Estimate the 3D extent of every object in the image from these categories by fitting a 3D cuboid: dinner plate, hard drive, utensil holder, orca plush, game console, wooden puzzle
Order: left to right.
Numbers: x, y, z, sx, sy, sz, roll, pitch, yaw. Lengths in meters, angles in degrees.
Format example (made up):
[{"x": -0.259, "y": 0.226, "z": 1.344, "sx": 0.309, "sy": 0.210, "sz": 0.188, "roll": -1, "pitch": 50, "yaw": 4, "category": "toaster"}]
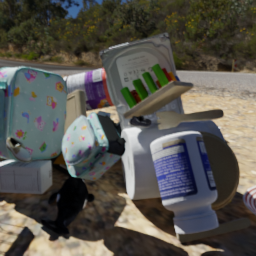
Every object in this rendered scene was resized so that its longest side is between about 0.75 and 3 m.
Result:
[{"x": -1.907, "y": -0.133, "z": 8.523, "sx": 1.857, "sy": 2.753, "sz": 0.322, "roll": -12, "pitch": -17, "yaw": 32, "category": "wooden puzzle"}, {"x": -1.467, "y": 1.548, "z": 6.645, "sx": 1.110, "sy": 0.750, "sz": 2.110, "roll": 4, "pitch": 17, "yaw": 14, "category": "orca plush"}, {"x": -1.413, "y": 0.693, "z": 8.809, "sx": 1.860, "sy": 1.636, "sz": 1.083, "roll": 15, "pitch": -1, "yaw": 45, "category": "game console"}, {"x": 0.466, "y": -1.031, "z": 7.737, "sx": 1.870, "sy": 2.676, "sz": 0.506, "roll": -13, "pitch": 21, "yaw": 6, "category": "hard drive"}, {"x": 1.058, "y": 0.805, "z": 7.222, "sx": 2.261, "sy": 1.922, "sz": 1.922, "roll": -5, "pitch": 17, "yaw": -9, "category": "utensil holder"}, {"x": 3.741, "y": 1.827, "z": 6.430, "sx": 2.056, "sy": 0.249, "sz": 2.056, "roll": -5, "pitch": 14, "yaw": 1, "category": "dinner plate"}]

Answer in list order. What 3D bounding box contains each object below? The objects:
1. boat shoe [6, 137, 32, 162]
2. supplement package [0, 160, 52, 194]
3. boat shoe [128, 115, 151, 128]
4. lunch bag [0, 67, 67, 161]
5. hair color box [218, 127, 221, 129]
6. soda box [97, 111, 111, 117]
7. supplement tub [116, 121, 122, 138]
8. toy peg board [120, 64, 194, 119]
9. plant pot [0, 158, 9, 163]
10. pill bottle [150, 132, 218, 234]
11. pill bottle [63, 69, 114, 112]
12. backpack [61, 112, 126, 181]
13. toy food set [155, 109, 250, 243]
[{"x": -2.497, "y": 0.493, "z": 6.377, "sx": 0.777, "sy": 0.266, "sz": 0.290, "roll": 32, "pitch": 39, "yaw": 19, "category": "boat shoe"}, {"x": -2.796, "y": 1.282, "z": 7.493, "sx": 1.299, "sy": 0.739, "sz": 0.711, "roll": 1, "pitch": 9, "yaw": 6, "category": "supplement package"}, {"x": 0.332, "y": -0.172, "z": 6.708, "sx": 0.290, "sy": 0.250, "sz": 0.798, "roll": 36, "pitch": 26, "yaw": 32, "category": "boat shoe"}, {"x": -2.697, "y": -0.404, "z": 7.606, "sx": 0.975, "sy": 2.529, "sz": 2.028, "roll": 5, "pitch": 2, "yaw": 33, "category": "lunch bag"}, {"x": 2.875, "y": 0.162, "z": 11.841, "sx": 1.732, "sy": 0.554, "sz": 0.960, "roll": -1, "pitch": 16, "yaw": -9, "category": "hair color box"}, {"x": -0.826, "y": -0.067, "z": 8.529, "sx": 0.439, "sy": 0.410, "sz": 1.288, "roll": 11, "pitch": 28, "yaw": -1, "category": "soda box"}, {"x": 0.346, "y": -0.073, "z": 9.099, "sx": 1.207, "sy": 1.970, "sz": 1.207, "roll": 40, "pitch": 9, "yaw": -8, "category": "supplement tub"}, {"x": 0.637, "y": -0.906, "z": 6.743, "sx": 1.429, "sy": 0.699, "sz": 1.423, "roll": -32, "pitch": -9, "yaw": 29, "category": "toy peg board"}, {"x": -4.194, "y": 0.737, "z": 8.063, "sx": 1.721, "sy": 1.738, "sz": 1.738, "roll": -4, "pitch": 15, "yaw": -40, "category": "plant pot"}, {"x": 1.069, "y": 1.013, "z": 5.204, "sx": 1.017, "sy": 1.700, "sz": 1.017, "roll": -10, "pitch": -16, "yaw": -3, "category": "pill bottle"}, {"x": -1.529, "y": -1.193, "z": 9.596, "sx": 2.359, "sy": 1.314, "sz": 1.314, "roll": -11, "pitch": 14, "yaw": 10, "category": "pill bottle"}, {"x": -0.823, "y": 0.446, "z": 5.885, "sx": 0.994, "sy": 1.297, "sz": 1.140, "roll": 10, "pitch": 39, "yaw": -42, "category": "backpack"}, {"x": 1.537, "y": 0.938, "z": 6.152, "sx": 1.856, "sy": 2.688, "sz": 0.540, "roll": -5, "pitch": -13, "yaw": -11, "category": "toy food set"}]
